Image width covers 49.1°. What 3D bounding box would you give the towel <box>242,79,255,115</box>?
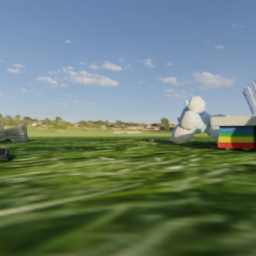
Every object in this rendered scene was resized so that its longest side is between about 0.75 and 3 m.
[{"bbox_3d":[4.499,-1.435,8.931,1.381,1.907,0.227,42,5,-44],"label":"towel"}]

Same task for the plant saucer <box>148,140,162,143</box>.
[{"bbox_3d":[1.453,0.703,14.887,0.760,0.131,0.760,0,-2,0],"label":"plant saucer"}]

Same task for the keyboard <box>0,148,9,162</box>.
[{"bbox_3d":[-3.100,0.453,4.531,2.158,0.222,1.372,1,5,-21],"label":"keyboard"}]

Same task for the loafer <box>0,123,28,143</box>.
[{"bbox_3d":[-6.552,0.245,14.302,2.792,1.009,1.016,0,0,-43],"label":"loafer"}]

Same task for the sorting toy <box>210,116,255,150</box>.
[{"bbox_3d":[4.015,0.166,8.207,2.620,0.917,2.635,0,-1,29],"label":"sorting toy"}]

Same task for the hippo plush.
[{"bbox_3d":[3.220,0.038,12.128,2.158,2.137,2.683,25,0,3],"label":"hippo plush"}]
